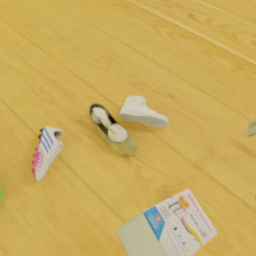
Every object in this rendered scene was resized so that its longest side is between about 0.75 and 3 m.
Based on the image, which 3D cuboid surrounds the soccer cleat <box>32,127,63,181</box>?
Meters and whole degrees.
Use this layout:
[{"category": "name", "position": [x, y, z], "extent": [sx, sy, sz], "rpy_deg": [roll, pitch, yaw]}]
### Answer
[{"category": "soccer cleat", "position": [-3.133, 0.953, 11.079], "extent": [1.019, 0.825, 2.361], "rpy_deg": [3, 56, -5]}]

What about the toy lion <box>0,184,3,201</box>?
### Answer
[{"category": "toy lion", "position": [-6.123, 2.423, 10.079], "extent": [2.842, 0.976, 2.724], "rpy_deg": [-24, 65, -16]}]

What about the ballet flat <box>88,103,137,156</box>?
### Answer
[{"category": "ballet flat", "position": [-0.753, -0.018, 11.688], "extent": [1.032, 1.032, 2.919], "rpy_deg": [-32, 61, -21]}]

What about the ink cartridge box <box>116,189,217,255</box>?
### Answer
[{"category": "ink cartridge box", "position": [0.851, 2.290, 6.138], "extent": [1.617, 1.170, 1.191], "rpy_deg": [-11, 62, -44]}]

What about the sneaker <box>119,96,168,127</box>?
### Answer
[{"category": "sneaker", "position": [0.800, -0.821, 12.370], "extent": [2.166, 0.798, 1.252], "rpy_deg": [13, 58, 11]}]

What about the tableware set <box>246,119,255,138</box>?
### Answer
[{"category": "tableware set", "position": [4.841, -0.341, 9.331], "extent": [1.947, 2.331, 0.270], "rpy_deg": [-33, 90, 22]}]
